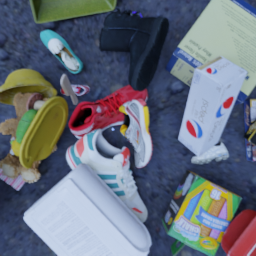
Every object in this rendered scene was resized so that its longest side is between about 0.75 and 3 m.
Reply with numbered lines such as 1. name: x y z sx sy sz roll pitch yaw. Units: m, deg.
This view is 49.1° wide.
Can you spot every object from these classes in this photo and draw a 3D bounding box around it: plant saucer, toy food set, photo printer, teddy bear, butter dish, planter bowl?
1. plant saucer: -1.434 -3.912 7.200 2.413 2.417 0.579 -16 74 -14
2. toy food set: -2.134 -0.170 6.772 0.736 1.325 2.253 22 75 16
3. photo printer: -0.961 2.527 6.987 2.785 0.967 2.317 47 118 -3
4. teddy bear: -2.791 0.292 7.867 1.811 0.834 2.497 -11 77 22
5. butter dish: 2.892 2.709 6.768 1.668 1.233 1.663 -47 112 -11
6. planter bowl: -2.795 -1.166 7.659 1.579 1.579 0.658 -12 79 -1

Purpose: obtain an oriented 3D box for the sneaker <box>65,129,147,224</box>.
1. sneaker: -0.303 1.309 7.473 1.369 1.031 2.929 -41 91 25

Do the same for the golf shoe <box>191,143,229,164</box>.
1. golf shoe: 2.332 0.743 8.160 1.108 0.434 0.538 -10 70 -6

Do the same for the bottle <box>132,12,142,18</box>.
1. bottle: 0.243 -2.813 8.249 0.358 0.458 1.097 -5 85 23

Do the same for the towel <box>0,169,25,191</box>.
1. towel: -3.384 1.375 8.207 0.818 0.122 0.599 34 87 2

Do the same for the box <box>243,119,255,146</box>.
1. box: 4.448 0.147 7.397 2.143 0.529 1.711 32 104 -7

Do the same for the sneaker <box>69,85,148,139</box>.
1. sneaker: -0.490 -0.489 7.625 2.483 1.434 0.973 -37 86 -4

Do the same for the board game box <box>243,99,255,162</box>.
1. board game box: 4.766 0.037 8.106 2.632 0.455 1.783 -1 87 0

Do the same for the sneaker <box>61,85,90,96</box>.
1. sneaker: -1.585 -1.090 8.131 0.868 0.488 0.309 -4 102 5

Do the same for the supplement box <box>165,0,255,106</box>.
1. supplement box: 2.602 -2.060 7.711 2.196 1.474 2.194 35 87 2

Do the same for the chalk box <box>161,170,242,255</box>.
1. chalk box: 1.801 2.439 7.551 1.331 1.341 2.148 26 88 2

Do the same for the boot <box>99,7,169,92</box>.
1. boot: -0.029 -2.171 7.598 1.795 0.811 2.191 18 87 28

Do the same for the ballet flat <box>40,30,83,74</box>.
1. ballet flat: -1.812 -2.085 7.770 0.499 0.521 1.481 -38 120 13

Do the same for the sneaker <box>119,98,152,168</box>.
1. sneaker: 0.152 0.191 7.766 0.795 0.753 1.934 -12 102 -19

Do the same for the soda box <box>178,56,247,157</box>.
1. soda box: 1.967 -0.434 6.903 0.856 2.512 0.800 -31 57 -25
